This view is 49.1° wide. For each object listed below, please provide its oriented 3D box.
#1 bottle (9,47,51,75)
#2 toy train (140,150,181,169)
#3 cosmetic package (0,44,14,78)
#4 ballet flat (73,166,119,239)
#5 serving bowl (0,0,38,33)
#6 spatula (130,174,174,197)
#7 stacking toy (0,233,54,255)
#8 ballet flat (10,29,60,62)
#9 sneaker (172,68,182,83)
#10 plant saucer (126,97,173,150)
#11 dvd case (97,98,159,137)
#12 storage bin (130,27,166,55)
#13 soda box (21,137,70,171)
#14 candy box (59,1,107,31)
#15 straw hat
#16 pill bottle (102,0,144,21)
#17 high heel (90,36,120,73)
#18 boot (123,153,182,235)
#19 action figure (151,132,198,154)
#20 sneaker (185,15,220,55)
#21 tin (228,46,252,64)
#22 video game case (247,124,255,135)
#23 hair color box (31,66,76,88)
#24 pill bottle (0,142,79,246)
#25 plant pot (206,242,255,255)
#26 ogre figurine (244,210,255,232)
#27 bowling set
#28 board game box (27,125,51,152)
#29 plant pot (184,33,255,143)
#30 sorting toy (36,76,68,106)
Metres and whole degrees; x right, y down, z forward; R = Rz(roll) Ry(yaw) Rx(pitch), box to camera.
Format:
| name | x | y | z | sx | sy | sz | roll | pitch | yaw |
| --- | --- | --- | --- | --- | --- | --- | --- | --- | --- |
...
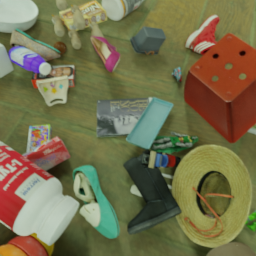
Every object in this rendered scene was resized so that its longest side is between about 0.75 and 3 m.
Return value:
| name | x | y | z | sx | sy | sz | roll | pitch | yaw |
| --- | --- | --- | --- | --- | --- | --- | --- | --- | --- |
| bottle | -3.909 | -2.671 | 11.219 | 1.962 | 0.640 | 0.819 | 30 | 42 | 27 |
| toy train | 1.043 | 0.956 | 8.111 | 0.647 | 2.825 | 0.482 | 9 | 87 | 23 |
| cosmetic package | -5.929 | -2.748 | 11.509 | 1.319 | 1.320 | 1.600 | 35 | 61 | 22 |
| ballet flat | -1.095 | 2.157 | 8.196 | 0.872 | 0.834 | 2.476 | 5 | 41 | -38 |
| serving bowl | -5.912 | -5.459 | 13.481 | 2.983 | 0.981 | 2.983 | 12 | 46 | -12 |
| spatula | 0.902 | 1.816 | 8.971 | 1.482 | 0.119 | 1.031 | 14 | 54 | 6 |
| stacking toy | -2.472 | 3.213 | 7.394 | 1.537 | 1.537 | 2.103 | 29 | 41 | 19 |
| ballet flat | -4.137 | -3.391 | 12.282 | 2.979 | 1.014 | 1.002 | 31 | 95 | 30 |
| sneaker | 2.040 | -2.182 | 11.772 | 0.409 | 0.339 | 0.855 | -6 | 45 | 13 |
| plant saucer | 0.811 | -0.185 | 9.966 | 0.854 | 0.232 | 2.442 | 21 | 49 | 15 |
| dvd case | -0.047 | -0.434 | 10.541 | 2.261 | 0.181 | 1.681 | -3 | 54 | -2 |
| storage bin | 0.947 | -3.790 | 12.182 | 1.378 | 0.925 | 1.003 | -7 | 68 | -33 |
| soda box | -2.965 | 1.098 | 8.958 | 2.073 | 0.726 | 0.657 | -30 | 18 | -19 |
| candy box | -2.244 | -5.601 | 14.046 | 2.060 | 0.570 | 1.189 | -25 | 58 | -17 |
| straw hat | 2.589 | 1.947 | 8.104 | 1.169 | 2.762 | 2.762 | 16 | 44 | -37 |
| pill bottle | -0.107 | -6.587 | 14.286 | 1.365 | 1.365 | 2.346 | 34 | 60 | 22 |
| high heel | -1.014 | -3.104 | 11.483 | 1.211 | 0.850 | 2.524 | 24 | 33 | -20 |
| boot | 0.383 | 1.887 | 8.428 | 1.748 | 0.696 | 2.121 | -16 | 62 | -22 |
| action figure | 1.626 | 0.488 | 9.719 | 1.693 | 0.463 | 1.000 | -6 | 46 | -10 |
| sneaker | 3.807 | -4.155 | 12.959 | 1.341 | 0.910 | 2.322 | 40 | 75 | 16 |
| tin | 4.936 | -3.367 | 12.609 | 1.579 | 0.330 | 0.884 | -19 | 52 | -13 |
| video game case | 5.298 | -0.350 | 10.456 | 2.011 | 0.222 | 1.830 | 20 | 56 | 13 |
| hair color box | -3.044 | -2.108 | 11.550 | 1.661 | 0.509 | 0.843 | -2 | 54 | -2 |
| pill bottle | -2.777 | 1.672 | 7.197 | 2.849 | 1.599 | 1.599 | 31 | 59 | 9 |
| plant pot | 2.649 | 3.841 | 6.522 | 2.140 | 2.140 | 1.867 | -5 | 36 | -4 |
| ogre figurine | 3.824 | 2.782 | 8.065 | 0.953 | 0.467 | 0.571 | 28 | 76 | 36 |
| bowling set | -2.734 | -4.487 | 12.523 | 2.080 | 2.988 | 1.604 | -34 | 49 | 16 |
| board game box | -3.127 | 0.416 | 9.885 | 0.740 | 0.246 | 1.100 | -6 | 54 | -4 |
| plant pot | 3.438 | -1.501 | 9.425 | 2.630 | 2.317 | 2.627 | -43 | 61 | 4 |
| sorting toy | -2.853 | -1.400 | 10.821 | 1.153 | 1.038 | 0.616 | -13 | 11 | -18 |
